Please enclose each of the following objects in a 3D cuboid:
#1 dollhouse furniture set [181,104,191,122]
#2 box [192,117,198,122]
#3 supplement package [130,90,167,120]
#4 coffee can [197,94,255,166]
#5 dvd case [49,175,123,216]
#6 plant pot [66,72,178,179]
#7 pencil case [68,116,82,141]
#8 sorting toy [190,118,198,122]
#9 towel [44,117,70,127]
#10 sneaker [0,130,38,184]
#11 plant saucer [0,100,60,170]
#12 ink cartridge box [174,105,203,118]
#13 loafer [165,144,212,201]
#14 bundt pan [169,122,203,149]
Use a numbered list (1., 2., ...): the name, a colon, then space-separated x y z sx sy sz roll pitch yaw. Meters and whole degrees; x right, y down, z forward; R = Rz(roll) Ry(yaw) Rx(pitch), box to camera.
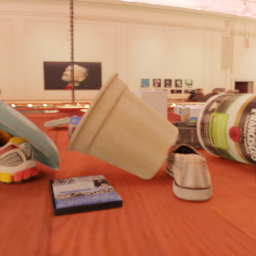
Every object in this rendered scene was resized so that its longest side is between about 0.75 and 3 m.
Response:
1. dollhouse furniture set: 1.726 -0.221 10.515 1.534 1.089 1.216 -11 26 -8
2. box: 4.478 -0.594 16.620 1.620 0.353 1.298 2 7 12
3. supplement package: 0.665 -1.115 14.988 1.772 1.785 2.352 -5 9 -34
4. coffee can: 2.902 0.038 6.297 1.642 1.642 2.243 -3 6 -24
5. dvd case: -0.755 1.050 4.583 0.991 0.122 1.389 -3 8 -18
6. plant pot: -0.020 0.111 5.382 1.615 1.764 1.764 32 7 -3
7. pencil case: -0.870 0.007 9.413 2.304 1.000 0.899 0 34 3
8. sorting toy: 4.263 -0.214 13.704 2.740 0.373 1.543 2 12 19
9. towel: -3.058 -0.255 12.939 1.198 0.247 1.606 -11 0 3
10. sneaker: -2.764 0.472 5.822 2.317 0.952 0.902 3 8 28
11. plant saucer: -2.290 -0.037 5.264 2.529 0.347 2.529 28 -22 12
12. ink cartridge box: 4.291 -0.988 16.123 2.811 0.609 2.760 -1 7 -2
13. loafer: 1.157 0.641 5.332 0.836 0.731 2.327 1 7 5
14. bundt pan: 1.971 0.227 8.815 1.848 0.694 1.848 0 6 0
